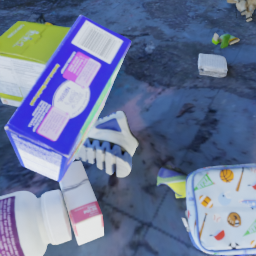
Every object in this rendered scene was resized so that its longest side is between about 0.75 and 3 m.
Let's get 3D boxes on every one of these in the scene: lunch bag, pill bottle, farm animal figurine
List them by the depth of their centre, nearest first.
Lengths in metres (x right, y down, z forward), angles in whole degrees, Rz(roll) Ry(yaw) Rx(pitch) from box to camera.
[{"bbox_3d":[-2.323,1.943,5.171,2.370,1.331,1.331,-14,49,-11],"label":"pill bottle"},{"bbox_3d":[2.197,1.640,5.576,2.210,0.835,1.771,-3,74,-1],"label":"lunch bag"},{"bbox_3d":[5.628,-5.379,11.454,2.525,2.553,1.331,-12,64,27],"label":"farm animal figurine"}]

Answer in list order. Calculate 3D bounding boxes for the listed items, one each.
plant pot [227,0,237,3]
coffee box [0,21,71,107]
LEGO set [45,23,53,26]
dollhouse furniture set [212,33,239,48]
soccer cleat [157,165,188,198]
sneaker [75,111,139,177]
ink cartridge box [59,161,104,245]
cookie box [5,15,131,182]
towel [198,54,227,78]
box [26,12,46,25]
[{"bbox_3d":[5.250,-6.690,12.312,1.730,1.856,1.730,-10,31,6],"label":"plant pot"},{"bbox_3d":[-2.628,-1.781,8.193,1.857,1.837,1.854,12,49,11],"label":"coffee box"},{"bbox_3d":[-2.704,-3.078,9.955,2.389,0.980,0.911,20,50,17],"label":"LEGO set"},{"bbox_3d":[3.763,-3.490,10.679,0.912,0.458,0.597,-25,52,-21],"label":"dollhouse furniture set"},{"bbox_3d":[1.390,1.364,6.379,1.538,0.497,0.643,22,85,10],"label":"soccer cleat"},{"bbox_3d":[-0.792,0.134,7.150,2.506,1.012,1.447,25,49,12],"label":"sneaker"},{"bbox_3d":[-0.998,1.513,5.777,0.567,1.003,1.370,-17,50,-16],"label":"ink cartridge box"},{"bbox_3d":[-0.961,-0.269,4.612,0.867,2.306,1.973,28,67,-5],"label":"cookie box"},{"bbox_3d":[2.821,-2.090,9.469,0.944,0.404,0.781,7,50,4],"label":"towel"},{"bbox_3d":[-3.667,-4.184,11.222,0.421,0.584,0.786,7,49,6],"label":"box"}]
